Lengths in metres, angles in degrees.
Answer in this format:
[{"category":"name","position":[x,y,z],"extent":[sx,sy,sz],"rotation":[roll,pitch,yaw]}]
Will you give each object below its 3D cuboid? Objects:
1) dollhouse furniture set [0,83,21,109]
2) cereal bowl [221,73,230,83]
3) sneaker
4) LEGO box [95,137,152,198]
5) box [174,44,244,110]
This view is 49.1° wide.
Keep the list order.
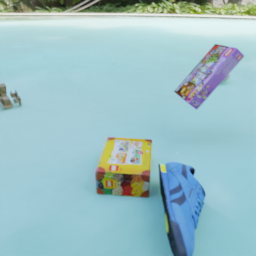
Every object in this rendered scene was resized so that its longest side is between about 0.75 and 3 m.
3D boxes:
[{"category":"dollhouse furniture set","position":[-5.449,-1.207,12.295],"extent":[1.114,0.844,1.271],"rotation":[-18,54,-31]},{"category":"cereal bowl","position":[4.849,-2.794,15.288],"extent":[1.350,0.562,1.350],"rotation":[0,27,0]},{"category":"sneaker","position":[1.294,1.649,6.219],"extent":[1.085,0.912,2.767],"rotation":[-2,26,3]},{"category":"LEGO box","position":[-0.051,1.008,7.711],"extent":[1.362,0.706,1.829],"rotation":[3,27,6]},{"category":"box","position":[2.473,-1.665,8.880],"extent":[0.407,2.081,1.424],"rotation":[36,11,-21]}]
